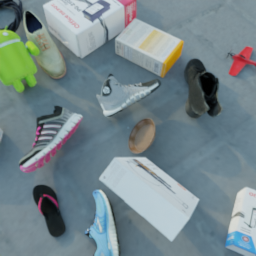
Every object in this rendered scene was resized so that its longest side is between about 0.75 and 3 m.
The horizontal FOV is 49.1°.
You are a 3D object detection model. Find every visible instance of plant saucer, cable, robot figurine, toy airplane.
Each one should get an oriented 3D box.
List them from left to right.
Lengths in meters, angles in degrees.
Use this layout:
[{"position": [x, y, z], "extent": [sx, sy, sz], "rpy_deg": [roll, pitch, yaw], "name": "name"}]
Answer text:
[{"position": [-5.127, -4.457, 11.236], "extent": [1.774, 0.552, 2.174], "rpy_deg": [-9, 62, -5], "name": "cable"}, {"position": [-3.881, -2.246, 9.296], "extent": [1.846, 1.217, 2.104], "rpy_deg": [-30, 103, -17], "name": "robot figurine"}, {"position": [0.460, 0.268, 8.535], "extent": [0.211, 1.154, 1.154], "rpy_deg": [27, 56, -32], "name": "plant saucer"}, {"position": [4.398, -2.396, 10.255], "extent": [1.644, 0.302, 1.644], "rpy_deg": [-1, 63, 1], "name": "toy airplane"}]

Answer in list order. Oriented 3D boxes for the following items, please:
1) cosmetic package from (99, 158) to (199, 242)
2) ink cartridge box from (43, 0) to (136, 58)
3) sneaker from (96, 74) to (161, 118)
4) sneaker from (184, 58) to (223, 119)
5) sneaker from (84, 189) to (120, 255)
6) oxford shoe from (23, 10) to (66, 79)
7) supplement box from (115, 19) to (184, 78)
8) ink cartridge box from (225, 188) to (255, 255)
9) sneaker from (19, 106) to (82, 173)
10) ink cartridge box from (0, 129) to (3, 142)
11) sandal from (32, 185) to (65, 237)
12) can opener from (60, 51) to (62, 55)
[{"position": [0.670, 1.538, 6.850], "extent": [1.955, 2.593, 0.670], "rpy_deg": [39, 97, 17], "name": "cosmetic package"}, {"position": [-1.423, -4.345, 10.789], "extent": [2.885, 1.216, 2.088], "rpy_deg": [-39, 68, -19], "name": "ink cartridge box"}, {"position": [-0.073, -1.320, 8.935], "extent": [2.109, 0.791, 1.218], "rpy_deg": [-30, 91, -2], "name": "sneaker"}, {"position": [2.406, -1.415, 8.988], "extent": [0.846, 1.469, 2.817], "rpy_deg": [10, 63, -6], "name": "sneaker"}, {"position": [-0.762, 2.536, 7.346], "extent": [0.849, 0.739, 1.887], "rpy_deg": [-12, 62, -3], "name": "sneaker"}, {"position": [-3.065, -2.930, 9.922], "extent": [0.920, 0.959, 2.599], "rpy_deg": [-31, 82, -7], "name": "oxford shoe"}, {"position": [0.751, -2.941, 10.270], "extent": [2.124, 0.781, 1.338], "rpy_deg": [31, 66, 15], "name": "supplement box"}, {"position": [3.383, 2.548, 7.351], "extent": [1.175, 0.679, 1.610], "rpy_deg": [20, 63, 10], "name": "ink cartridge box"}, {"position": [-2.473, 0.235, 8.352], "extent": [1.058, 0.892, 2.420], "rpy_deg": [37, 61, 2], "name": "sneaker"}, {"position": [-4.447, 0.382, 8.624], "extent": [0.860, 0.507, 1.494], "rpy_deg": [1, 61, 1], "name": "ink cartridge box"}, {"position": [-2.177, 2.213, 7.716], "extent": [0.596, 0.358, 1.587], "rpy_deg": [-27, 65, -14], "name": "sandal"}, {"position": [-2.988, -2.791, 10.511], "extent": [0.951, 0.250, 0.316], "rpy_deg": [4, 68, 0], "name": "can opener"}]
